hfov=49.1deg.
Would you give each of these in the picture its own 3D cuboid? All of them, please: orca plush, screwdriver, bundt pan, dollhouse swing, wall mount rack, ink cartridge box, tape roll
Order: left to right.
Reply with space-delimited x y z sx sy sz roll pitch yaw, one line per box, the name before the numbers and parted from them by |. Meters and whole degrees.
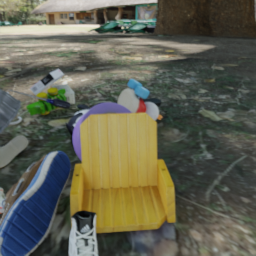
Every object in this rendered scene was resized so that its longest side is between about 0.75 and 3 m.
bundt pan | -4.604 -0.361 8.874 2.337 0.877 2.337 -25 35 20
wall mount rack | -5.354 -0.639 10.864 2.230 0.832 1.938 -7 28 -17
screwdriver | -3.417 -1.113 10.976 2.445 0.356 0.341 10 54 -32
ink cartridge box | -3.638 -2.167 12.891 1.129 0.442 2.384 -36 13 9
orca plush | -1.463 0.145 9.419 1.481 1.001 2.816 38 21 -10
tape roll | -0.557 0.261 7.583 1.774 1.774 0.754 -13 -7 -27
dollhouse swing | -0.149 0.854 6.188 2.163 1.901 1.965 -1 21 -4

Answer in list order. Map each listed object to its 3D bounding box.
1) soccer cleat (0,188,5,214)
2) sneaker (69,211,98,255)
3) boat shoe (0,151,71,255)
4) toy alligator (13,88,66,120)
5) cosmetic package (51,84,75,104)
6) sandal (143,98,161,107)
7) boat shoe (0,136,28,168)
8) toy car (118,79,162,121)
soccer cleat | -2.968 1.588 6.365 1.194 0.414 0.463 12 42 33
sneaker | -0.778 2.046 4.615 0.654 0.998 1.734 -5 24 -11
boat shoe | -2.065 1.589 5.877 0.938 0.936 2.591 -16 28 25
toy alligator | -3.476 -0.901 11.532 0.782 0.855 2.882 24 41 28
cosmetic package | -3.156 -1.615 13.476 0.858 0.580 1.631 -9 25 -19
sandal | 0.365 -1.098 12.264 2.548 0.610 0.958 -19 30 -36
boat shoe | -3.714 0.812 8.275 0.531 0.615 1.694 -33 7 38
toy car | 0.547 -0.734 10.863 1.712 1.578 1.514 22 17 -28
